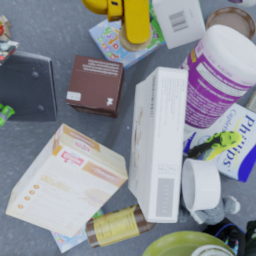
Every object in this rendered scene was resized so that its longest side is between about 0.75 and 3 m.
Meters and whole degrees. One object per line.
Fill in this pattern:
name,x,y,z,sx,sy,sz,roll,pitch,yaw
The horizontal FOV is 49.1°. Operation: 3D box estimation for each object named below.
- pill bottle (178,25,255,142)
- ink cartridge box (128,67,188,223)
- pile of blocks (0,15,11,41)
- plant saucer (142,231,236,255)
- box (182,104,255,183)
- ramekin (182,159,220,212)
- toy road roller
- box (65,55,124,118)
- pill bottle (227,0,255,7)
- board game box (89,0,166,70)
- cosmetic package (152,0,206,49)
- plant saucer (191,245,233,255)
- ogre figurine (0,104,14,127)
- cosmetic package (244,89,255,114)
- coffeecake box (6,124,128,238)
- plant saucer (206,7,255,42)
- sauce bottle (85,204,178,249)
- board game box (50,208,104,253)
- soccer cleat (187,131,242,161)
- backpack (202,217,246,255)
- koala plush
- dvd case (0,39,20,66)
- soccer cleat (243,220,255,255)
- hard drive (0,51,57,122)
pill bottle,1.780,-0.893,6.867,1.583,2.820,1.583,17,46,-19
ink cartridge box,0.570,0.298,6.417,0.648,2.553,2.897,4,91,-7
pile of blocks,-4.493,-3.191,9.818,0.670,0.507,1.631,-4,85,0
plant saucer,1.331,3.175,6.109,2.222,2.222,0.345,-9,112,-1
box,3.026,0.285,9.160,2.345,1.230,2.157,26,86,1
ramekin,1.512,1.192,5.877,0.527,1.081,1.081,1,85,-3
toy road roller,-0.356,-3.071,7.134,1.687,1.420,2.311,-8,104,-4
box,-0.970,-1.235,8.998,1.507,1.816,1.491,10,85,0
pill bottle,2.540,-3.479,6.379,1.022,1.821,1.022,-3,85,36
board game box,0.094,-3.262,9.859,2.359,0.432,1.784,-33,87,-2
cosmetic package,1.353,-3.481,7.661,1.080,1.370,2.545,-14,43,21
plant saucer,1.794,2.984,5.820,1.064,1.064,0.267,-8,124,-1
ogre figurine,-3.548,-0.210,6.629,1.481,0.727,0.888,15,72,-18
cosmetic package,4.518,-0.943,9.657,0.538,0.454,1.041,32,86,3
coffeecake box,-1.433,1.334,6.640,1.782,0.848,2.322,32,111,-25
plant saucer,3.578,-3.461,9.865,1.697,0.272,1.697,-1,76,3
sauce bottle,0.110,2.426,7.272,2.363,0.765,0.765,-16,85,-2
board game box,-1.722,3.121,9.382,1.766,0.323,1.336,-29,86,-2
soccer cleat,2.407,0.548,7.740,1.627,0.680,0.526,-31,51,34
backpack,2.877,4.569,8.401,2.737,2.017,2.998,40,87,3
koala plush,2.045,2.003,7.553,1.462,1.649,1.515,-9,99,-4
dvd case,-2.795,-1.578,5.798,0.717,0.108,0.982,12,44,1
soccer cleat,3.030,2.616,6.209,2.863,1.160,0.967,-17,99,-39
hard drive,-3.261,-1.113,7.180,2.873,0.608,1.938,5,125,3
